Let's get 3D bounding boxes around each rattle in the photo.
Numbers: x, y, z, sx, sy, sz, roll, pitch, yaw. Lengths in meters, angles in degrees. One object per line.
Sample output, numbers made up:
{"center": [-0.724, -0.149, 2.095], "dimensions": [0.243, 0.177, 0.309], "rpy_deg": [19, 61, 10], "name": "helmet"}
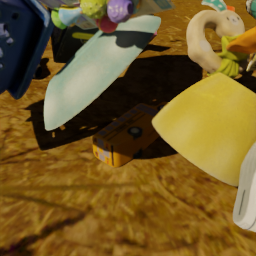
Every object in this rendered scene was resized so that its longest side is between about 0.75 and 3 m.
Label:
{"center": [2.590, -2.697, 6.635], "dimensions": [1.856, 2.037, 2.852], "rpy_deg": [26, 62, 3], "name": "rattle"}

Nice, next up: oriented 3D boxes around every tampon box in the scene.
{"center": [-0.816, -3.259, 7.090], "dimensions": [2.130, 1.794, 2.842], "rpy_deg": [-4, 77, -27], "name": "tampon box"}

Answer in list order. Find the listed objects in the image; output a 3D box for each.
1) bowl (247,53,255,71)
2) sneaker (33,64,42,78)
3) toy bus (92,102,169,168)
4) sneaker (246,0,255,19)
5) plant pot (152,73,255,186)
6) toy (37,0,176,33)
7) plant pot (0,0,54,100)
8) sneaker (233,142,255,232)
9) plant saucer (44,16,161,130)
{"center": [3.221, -1.947, 5.233], "dimensions": [1.052, 2.242, 2.242], "rpy_deg": [26, 43, 14], "name": "bowl"}
{"center": [-3.672, -2.446, 10.736], "dimensions": [0.989, 0.696, 1.862], "rpy_deg": [8, 45, 1], "name": "sneaker"}
{"center": [0.227, 0.050, 7.210], "dimensions": [0.914, 0.760, 2.334], "rpy_deg": [25, 44, 31], "name": "toy bus"}
{"center": [2.632, -1.714, 3.668], "dimensions": [2.178, 0.777, 0.870], "rpy_deg": [-6, 31, -10], "name": "sneaker"}
{"center": [1.458, -0.120, 4.516], "dimensions": [1.756, 1.246, 1.756], "rpy_deg": [31, 15, -9], "name": "plant pot"}
{"center": [-0.386, -1.546, 3.729], "dimensions": [1.739, 0.411, 1.001], "rpy_deg": [8, -6, 39], "name": "toy"}
{"center": [-3.098, -1.986, 5.545], "dimensions": [2.521, 2.522, 2.267], "rpy_deg": [47, 33, 19], "name": "plant pot"}
{"center": [1.710, 0.711, 3.573], "dimensions": [0.450, 0.464, 1.271], "rpy_deg": [26, 71, -4], "name": "sneaker"}
{"center": [-0.703, -1.232, 5.284], "dimensions": [2.968, 0.571, 2.968], "rpy_deg": [-37, 22, 18], "name": "plant saucer"}
